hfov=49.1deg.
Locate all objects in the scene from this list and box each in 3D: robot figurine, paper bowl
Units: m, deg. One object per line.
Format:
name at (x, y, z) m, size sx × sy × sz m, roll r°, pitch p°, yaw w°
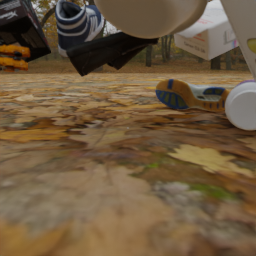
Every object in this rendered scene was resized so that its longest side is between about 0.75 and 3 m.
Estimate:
robot figurine at (-2.760, -1.564, 6.233) m, size 1.034 × 0.749 × 0.301 m, roll 4°, pitch -17°, yaw -9°
paper bowl at (0.336, -2.880, 5.606) m, size 2.641 × 1.374 × 2.641 m, roll 19°, pitch -20°, yaw 7°

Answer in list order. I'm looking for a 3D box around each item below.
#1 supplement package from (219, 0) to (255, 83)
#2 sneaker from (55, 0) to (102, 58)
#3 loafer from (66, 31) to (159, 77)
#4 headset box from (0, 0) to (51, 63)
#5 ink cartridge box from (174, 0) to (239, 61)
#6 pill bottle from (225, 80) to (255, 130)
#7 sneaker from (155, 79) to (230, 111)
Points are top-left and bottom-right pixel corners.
supplement package at (2.691, -2.194, 4.068) m, size 2.170 × 2.787 × 1.545 m, roll -31°, pitch 16°, yaw 2°
sneaker at (-1.494, -3.602, 8.949) m, size 0.955 × 1.479 × 2.726 m, roll 14°, pitch 52°, yaw 7°
loafer at (-0.320, -2.003, 7.397) m, size 2.535 × 0.904 × 0.925 m, roll -18°, pitch 23°, yaw -10°
headset box at (-3.231, -3.405, 7.494) m, size 1.016 × 2.709 × 2.013 m, roll -23°, pitch -10°, yaw -3°
ink cartridge box at (2.233, -2.652, 7.468) m, size 2.556 × 0.863 × 1.489 m, roll -26°, pitch 38°, yaw -14°
pill bottle at (3.063, -0.584, 7.009) m, size 1.154 × 1.154 × 2.072 m, roll 6°, pitch 14°, yaw 24°
sneaker at (2.333, -1.091, 9.984) m, size 2.717 × 1.023 × 1.197 m, roll 16°, pitch 11°, yaw 23°
